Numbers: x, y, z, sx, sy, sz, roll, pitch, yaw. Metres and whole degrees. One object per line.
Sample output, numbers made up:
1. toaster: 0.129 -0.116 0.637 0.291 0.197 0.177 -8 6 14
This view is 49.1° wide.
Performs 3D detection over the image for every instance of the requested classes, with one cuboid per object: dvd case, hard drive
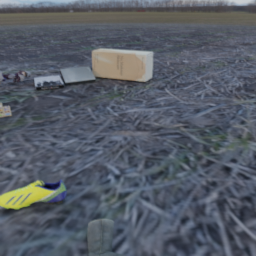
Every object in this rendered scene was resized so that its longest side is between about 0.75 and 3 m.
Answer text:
1. dvd case: -3.763 -2.136 13.230 1.260 0.207 1.676 -9 26 -17
2. hard drive: -2.446 -2.526 13.582 1.487 0.244 1.037 -11 52 -23

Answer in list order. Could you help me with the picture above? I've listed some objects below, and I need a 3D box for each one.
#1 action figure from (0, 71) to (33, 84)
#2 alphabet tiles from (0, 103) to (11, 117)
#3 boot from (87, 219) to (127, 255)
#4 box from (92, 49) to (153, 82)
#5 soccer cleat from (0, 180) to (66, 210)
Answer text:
1. action figure: -5.425 -2.399 13.191 1.830 0.635 1.190 -13 8 -31
2. alphabet tiles: -4.932 -0.616 10.158 1.214 0.055 1.452 -11 28 -23
3. boot: -0.295 1.891 4.552 0.844 0.337 0.928 3 18 1
4. box: -0.279 -3.184 14.096 2.889 1.372 1.123 8 23 20
5. soccer cleat: -1.889 1.267 5.534 1.314 0.550 0.425 -4 25 -10
